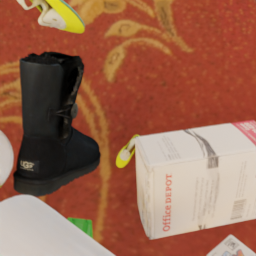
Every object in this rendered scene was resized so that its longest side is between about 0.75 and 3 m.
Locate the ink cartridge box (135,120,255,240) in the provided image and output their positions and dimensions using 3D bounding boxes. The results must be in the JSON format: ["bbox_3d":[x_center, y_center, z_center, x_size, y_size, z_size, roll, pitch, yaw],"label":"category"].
[{"bbox_3d":[1.528,1.051,5.784,2.663,1.939,1.129,-9,30,-9],"label":"ink cartridge box"}]

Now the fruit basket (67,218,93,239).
[{"bbox_3d":[-0.971,2.368,5.487,0.788,1.092,1.092,8,67,-4],"label":"fruit basket"}]

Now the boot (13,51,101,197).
[{"bbox_3d":[-1.153,-0.226,5.488,1.064,2.787,2.342,12,101,14],"label":"boot"}]

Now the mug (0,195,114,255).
[{"bbox_3d":[-0.966,2.235,3.945,1.986,2.419,1.937,18,81,21],"label":"mug"}]

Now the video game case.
[{"bbox_3d":[1.449,2.675,4.168,1.861,1.694,0.220,-36,110,-10],"label":"video game case"}]

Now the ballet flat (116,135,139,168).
[{"bbox_3d":[0.005,0.648,8.175,0.374,0.376,1.121,33,71,13],"label":"ballet flat"}]

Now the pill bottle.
[{"bbox_3d":[-2.913,0.932,4.735,1.294,2.330,1.294,22,48,-26],"label":"pill bottle"}]

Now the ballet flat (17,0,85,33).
[{"bbox_3d":[-1.726,-2.482,5.613,0.660,1.977,0.663,7,62,46],"label":"ballet flat"}]
